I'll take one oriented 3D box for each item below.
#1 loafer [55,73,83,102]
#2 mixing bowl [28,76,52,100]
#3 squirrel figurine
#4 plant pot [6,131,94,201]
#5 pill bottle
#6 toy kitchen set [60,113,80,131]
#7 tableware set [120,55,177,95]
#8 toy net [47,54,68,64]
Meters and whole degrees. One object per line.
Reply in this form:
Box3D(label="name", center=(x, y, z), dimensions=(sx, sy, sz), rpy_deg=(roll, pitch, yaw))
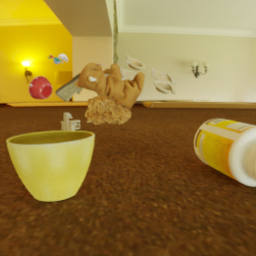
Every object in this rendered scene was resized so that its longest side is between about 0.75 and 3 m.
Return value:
Box3D(label="loafer", center=(-2.224, -1.831, 12.200), dimensions=(1.958, 0.669, 0.741), rpy_deg=(-34, 29, -8))
Box3D(label="mixing bowl", center=(-3.387, -1.518, 11.161), dimensions=(0.531, 0.980, 0.980), rpy_deg=(26, 21, 31))
Box3D(label="squirrel figurine", center=(-0.761, -1.155, 9.469), dimensions=(2.015, 2.159, 1.528), rpy_deg=(16, -9, -40))
Box3D(label="plant pot", center=(-1.791, 0.908, 6.788), dimensions=(2.016, 1.431, 2.016), rpy_deg=(-2, 8, 0))
Box3D(label="pill bottle", center=(3.193, 0.658, 8.002), dimensions=(1.588, 1.588, 2.907), rpy_deg=(-2, 9, -13))
Box3D(label="toy kitchen set", center=(-3.198, -0.377, 16.634), dimensions=(1.212, 1.096, 1.343), rpy_deg=(-7, 11, -39))
Box3D(label="tableware set", center=(0.860, -2.218, 11.852), dimensions=(2.810, 0.326, 2.348), rpy_deg=(20, 32, -10))
Box3D(label="toy net", center=(-3.155, -3.196, 12.726), dimensions=(1.244, 0.240, 0.653), rpy_deg=(0, -31, 47))
